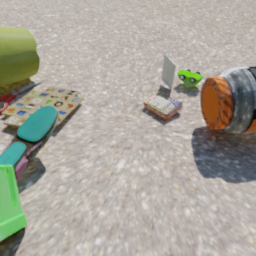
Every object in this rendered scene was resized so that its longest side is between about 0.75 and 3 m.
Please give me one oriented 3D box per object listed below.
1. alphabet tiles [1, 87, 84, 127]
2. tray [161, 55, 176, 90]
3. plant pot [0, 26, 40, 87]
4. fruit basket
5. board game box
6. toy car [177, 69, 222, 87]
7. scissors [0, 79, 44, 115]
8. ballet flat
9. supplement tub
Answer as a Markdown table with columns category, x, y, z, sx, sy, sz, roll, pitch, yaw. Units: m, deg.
| category | x | y | z | sx | sy | sz | roll | pitch | yaw |
| --- | --- | --- | --- | --- | --- | --- | --- | --- | --- |
| alphabet tiles | -2.675 | -0.689 | 8.926 | 2.036 | 0.077 | 2.447 | 11 | 37 | 17 |
| tray | 1.413 | -1.908 | 9.617 | 0.132 | 1.191 | 0.639 | -25 | 60 | -15 |
| plant pot | -4.540 | -2.448 | 9.617 | 2.442 | 2.656 | 2.656 | -21 | 42 | -41 |
| fruit basket | -3.399 | 1.989 | 4.758 | 2.956 | 2.132 | 2.956 | 0 | 83 | 0 |
| board game box | 1.096 | -0.733 | 8.911 | 0.755 | 0.231 | 0.996 | -35 | 49 | -25 |
| toy car | 2.680 | -1.551 | 9.823 | 2.065 | 0.489 | 2.194 | 24 | 44 | 27 |
| scissors | -3.974 | -1.188 | 9.604 | 0.926 | 0.176 | 2.532 | 13 | 42 | 18 |
| ballet flat | -2.451 | 0.478 | 6.849 | 0.804 | 0.828 | 2.327 | 20 | 58 | 15 |
| supplement tub | 3.699 | -0.818 | 7.832 | 2.997 | 1.836 | 1.836 | -5 | 39 | -8 |
